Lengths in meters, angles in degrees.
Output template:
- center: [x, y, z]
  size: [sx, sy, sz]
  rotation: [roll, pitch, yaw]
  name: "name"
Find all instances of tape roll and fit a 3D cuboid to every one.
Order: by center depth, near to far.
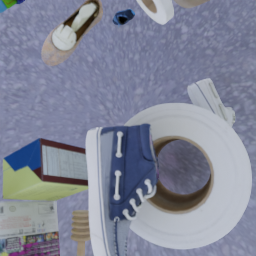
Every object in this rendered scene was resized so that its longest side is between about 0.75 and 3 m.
- center: [0.404, -2.344, 5.027]
  size: [0.193, 1.057, 1.057]
  rotation: [-41, 81, 0]
  name: "tape roll"
- center: [1.129, 0.945, 6.231]
  size: [2.821, 1.937, 2.821]
  rotation: [-1, 86, 16]
  name: "tape roll"

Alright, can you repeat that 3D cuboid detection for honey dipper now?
- center: [-0.962, 2.827, 5.536]
  size: [0.436, 0.436, 2.296]
  rotation: [2, 84, 0]
  name: "honey dipper"

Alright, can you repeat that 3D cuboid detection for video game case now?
- center: [-2.078, 2.244, 5.266]
  size: [0.330, 1.842, 1.670]
  rotation: [-20, 69, 28]
  name: "video game case"

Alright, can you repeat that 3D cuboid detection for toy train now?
- center: [-2.534, -2.633, 4.605]
  size: [0.665, 1.570, 0.909]
  rotation: [23, 63, 41]
  name: "toy train"

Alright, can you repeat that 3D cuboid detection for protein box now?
- center: [-1.578, 0.882, 5.534]
  size: [1.217, 1.226, 0.827]
  rotation: [-25, 62, 30]
  name: "protein box"

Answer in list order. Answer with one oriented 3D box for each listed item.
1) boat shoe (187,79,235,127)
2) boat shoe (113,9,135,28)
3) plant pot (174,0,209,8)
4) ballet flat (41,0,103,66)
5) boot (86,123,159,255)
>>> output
- center: [2.456, -0.268, 7.500]
  size: [0.772, 0.845, 2.348]
  rotation: [-26, 71, 1]
  name: "boat shoe"
- center: [-0.169, -2.548, 6.504]
  size: [0.336, 0.799, 0.274]
  rotation: [39, 74, -23]
  name: "boat shoe"
- center: [1.509, -3.195, 5.613]
  size: [1.550, 1.345, 1.550]
  rotation: [7, 75, -28]
  name: "plant pot"
- center: [-0.979, -1.742, 4.907]
  size: [0.514, 0.508, 1.510]
  rotation: [38, 77, -12]
  name: "ballet flat"
- center: [-0.013, 1.193, 4.829]
  size: [1.163, 0.936, 2.574]
  rotation: [-8, 83, 10]
  name: "boot"
